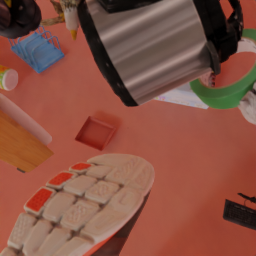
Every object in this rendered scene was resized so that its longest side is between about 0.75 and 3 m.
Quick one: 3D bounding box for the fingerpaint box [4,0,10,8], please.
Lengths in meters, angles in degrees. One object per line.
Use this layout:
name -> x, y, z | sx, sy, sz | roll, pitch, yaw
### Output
fingerpaint box -> -3.152, -2.674, 5.391 | 0.755, 1.718, 2.060 | -15, 52, 38

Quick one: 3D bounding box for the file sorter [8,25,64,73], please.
file sorter -> -2.871, -2.597, 8.536 | 1.453, 0.891, 1.008 | 40, 68, 20

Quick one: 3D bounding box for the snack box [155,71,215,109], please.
snack box -> 1.613, -1.653, 8.091 | 1.697, 0.681, 2.012 | 12, 59, 6

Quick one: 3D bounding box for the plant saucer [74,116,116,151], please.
plant saucer -> -0.851, 0.166, 7.337 | 0.815, 0.150, 0.817 | 22, 63, 12

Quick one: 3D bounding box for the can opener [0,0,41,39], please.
can opener -> -1.999, -2.205, 4.042 | 0.779, 0.967, 2.459 | -34, 66, 2

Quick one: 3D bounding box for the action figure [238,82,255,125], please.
action figure -> 3.052, -0.672, 4.501 | 2.490, 2.574, 1.346 | -10, 16, 24

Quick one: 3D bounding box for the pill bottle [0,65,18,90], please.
pill bottle -> -3.814, -1.525, 8.056 | 1.105, 0.614, 0.614 | 19, 61, 10

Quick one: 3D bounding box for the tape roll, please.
tape roll -> 2.223, -1.287, 6.083 | 1.833, 0.440, 1.833 | -27, 44, 30

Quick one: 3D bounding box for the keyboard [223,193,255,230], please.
keyboard -> 1.919, 1.337, 4.606 | 0.853, 0.088, 0.542 | 23, 71, -23

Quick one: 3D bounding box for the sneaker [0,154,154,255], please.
sneaker -> -0.640, 1.394, 2.850 | 1.049, 1.115, 2.722 | 20, 52, 37

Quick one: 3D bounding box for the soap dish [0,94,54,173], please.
soap dish -> -2.211, -0.031, 4.396 | 1.544, 1.963, 0.797 | 23, 73, 14

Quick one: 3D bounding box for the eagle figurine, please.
eagle figurine -> -1.251, -2.974, 5.966 | 2.132, 2.810, 2.120 | -36, 83, -4

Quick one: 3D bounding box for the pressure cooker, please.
pressure cooker -> 0.666, -1.898, 5.252 | 2.639, 2.357, 2.321 | -24, 99, 10
